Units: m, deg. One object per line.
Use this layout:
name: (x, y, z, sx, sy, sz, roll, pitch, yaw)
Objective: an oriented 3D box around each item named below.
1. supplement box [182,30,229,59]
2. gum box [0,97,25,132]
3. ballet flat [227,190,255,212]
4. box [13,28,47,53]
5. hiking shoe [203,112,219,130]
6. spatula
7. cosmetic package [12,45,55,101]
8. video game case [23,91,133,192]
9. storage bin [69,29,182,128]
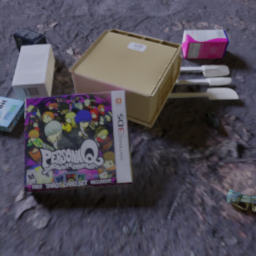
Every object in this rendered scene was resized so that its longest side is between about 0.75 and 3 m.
supplement box: (3.063, -3.363, 11.278, 1.626, 0.840, 0.823, 0, 52, -2)
gum box: (-4.296, -0.500, 9.327, 1.381, 0.308, 1.174, 11, 52, 8)
ballet flat: (3.202, 1.976, 7.352, 1.211, 0.450, 0.450, 11, 52, 11)
box: (-3.887, -3.374, 11.270, 1.175, 0.869, 0.613, 24, 54, 16)
hiking shoe: (2.719, -0.205, 9.143, 0.394, 0.296, 0.783, -10, 43, 3)
spatula: (2.417, -1.713, 10.402, 2.879, 0.231, 2.002, -1, 53, 3)
cosmetic package: (-3.394, -2.056, 10.244, 1.133, 0.796, 2.233, -4, 52, -2)
video game case: (-1.402, 0.348, 7.826, 2.907, 0.521, 2.635, -4, 75, 0)
storage bin: (0.021, -1.923, 9.716, 2.954, 1.384, 2.933, 19, 54, 18)
